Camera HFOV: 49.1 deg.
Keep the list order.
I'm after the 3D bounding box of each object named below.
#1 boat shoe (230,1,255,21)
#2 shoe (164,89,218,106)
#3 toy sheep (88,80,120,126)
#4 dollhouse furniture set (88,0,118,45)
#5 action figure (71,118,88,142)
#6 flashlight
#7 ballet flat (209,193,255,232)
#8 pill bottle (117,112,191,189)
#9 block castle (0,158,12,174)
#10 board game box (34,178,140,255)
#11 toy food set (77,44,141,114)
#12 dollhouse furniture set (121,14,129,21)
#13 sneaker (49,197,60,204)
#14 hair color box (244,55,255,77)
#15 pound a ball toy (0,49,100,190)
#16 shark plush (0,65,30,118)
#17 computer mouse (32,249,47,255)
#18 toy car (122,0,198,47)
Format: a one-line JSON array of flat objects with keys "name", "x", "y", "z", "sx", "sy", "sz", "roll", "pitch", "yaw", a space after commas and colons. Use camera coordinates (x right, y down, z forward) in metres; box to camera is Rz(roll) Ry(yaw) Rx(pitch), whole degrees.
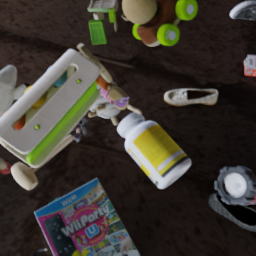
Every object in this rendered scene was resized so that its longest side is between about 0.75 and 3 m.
[{"name": "boat shoe", "x": 5.492, "y": -4.975, "z": 12.088, "sx": 2.154, "sy": 0.753, "sz": 0.714, "roll": -13, "pitch": 63, "yaw": -15}, {"name": "shoe", "x": 2.315, "y": -1.202, "z": 10.323, "sx": 1.972, "sy": 0.526, "sz": 0.689, "roll": 0, "pitch": 64, "yaw": 0}, {"name": "toy sheep", "x": -0.728, "y": -0.856, "z": 8.259, "sx": 1.197, "sy": 1.197, "sz": 1.736, "roll": -20, "pitch": 85, "yaw": -10}, {"name": "dollhouse furniture set", "x": -1.086, "y": -4.638, "z": 12.079, "sx": 1.241, "sy": 0.959, "sz": 2.484, "roll": -3, "pitch": 45, "yaw": 7}, {"name": "action figure", "x": -2.214, "y": 0.054, "z": 9.711, "sx": 1.772, "sy": 0.615, "sz": 1.153, "roll": -24, "pitch": 60, "yaw": -15}, {"name": "flashlight", "x": 2.665, "y": 1.255, "z": 5.962, "sx": 0.765, "sy": 2.260, "sz": 0.768, "roll": -47, "pitch": 53, "yaw": 25}, {"name": "ballet flat", "x": 3.392, "y": 2.592, "z": 8.468, "sx": 1.991, "sy": 0.565, "sz": 0.662, "roll": 23, "pitch": 66, "yaw": 11}, {"name": "pill bottle", "x": 0.753, "y": 0.650, "z": 8.972, "sx": 1.349, "sy": 1.349, "sz": 2.408, "roll": -35, "pitch": 70, "yaw": -16}, {"name": "block castle", "x": -4.940, "y": 1.248, "z": 8.941, "sx": 2.002, "sy": 0.939, "sz": 1.338, "roll": 27, "pitch": 63, "yaw": 10}, {"name": "board game box", "x": -1.112, "y": 3.137, "z": 7.882, "sx": 2.006, "sy": 0.874, "sz": 2.720, "roll": -27, "pitch": 72, "yaw": -17}, {"name": "toy food set", "x": -0.588, "y": -1.050, "z": 6.710, "sx": 0.333, "sy": 1.344, "sz": 2.115, "roll": -45, "pitch": 112, "yaw": -5}, {"name": "dollhouse furniture set", "x": 0.355, "y": -5.221, "z": 12.071, "sx": 0.981, "sy": 0.879, "sz": 1.239, "roll": 27, "pitch": 67, "yaw": 13}, {"name": "sneaker", "x": -2.020, "y": 2.300, "z": 8.697, "sx": 0.919, "sy": 0.366, "sz": 0.356, "roll": -24, "pitch": 55, "yaw": -12}, {"name": "hair color box", "x": 5.329, "y": -2.383, "z": 10.946, "sx": 1.421, "sy": 0.435, "sz": 0.721, "roll": 8, "pitch": 65, "yaw": 3}, {"name": "pound a ball toy", "x": -1.746, "y": -0.178, "z": 5.877, "sx": 1.119, "sy": 1.717, "sz": 2.634, "roll": 34, "pitch": 68, "yaw": 8}, {"name": "shark plush", "x": -3.375, "y": -0.531, "z": 7.249, "sx": 1.063, "sy": 0.975, "sz": 2.340, "roll": 15, "pitch": 89, "yaw": -35}, {"name": "computer mouse", "x": -2.265, "y": 3.825, "z": 7.997, "sx": 1.020, "sy": 0.235, "sz": 0.717, "roll": -2, "pitch": 62, "yaw": -17}, {"name": "toy car", "x": 0.545, "y": -3.831, "z": 8.536, "sx": 1.835, "sy": 2.326, "sz": 1.911, "roll": -55, "pitch": 36, "yaw": 2}]
